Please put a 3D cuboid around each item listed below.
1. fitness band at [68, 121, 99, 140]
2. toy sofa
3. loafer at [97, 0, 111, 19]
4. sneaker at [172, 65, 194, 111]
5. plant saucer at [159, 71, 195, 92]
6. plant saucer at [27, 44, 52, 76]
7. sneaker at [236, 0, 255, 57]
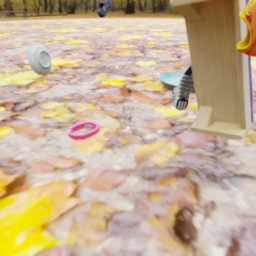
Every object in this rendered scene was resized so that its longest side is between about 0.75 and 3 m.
[{"bbox_3d":[-1.403,0.069,8.894,0.752,0.196,1.047,23,35,38],"label":"fitness band"},{"bbox_3d":[1.693,-1.183,4.937,1.061,2.562,1.250,11,36,43],"label":"toy sofa"},{"bbox_3d":[-1.001,-5.094,11.696,0.399,0.412,1.175,-10,52,39],"label":"loafer"},{"bbox_3d":[1.193,-0.932,6.187,0.388,1.034,0.597,14,19,-14],"label":"sneaker"},{"bbox_3d":[2.816,-2.210,13.332,2.650,0.363,2.650,0,25,0],"label":"plant saucer"},{"bbox_3d":[-3.099,-2.467,10.089,0.290,1.155,1.155,-2,22,29],"label":"plant saucer"},{"bbox_3d":[1.773,-1.588,3.606,0.551,1.429,0.521,13,36,9],"label":"sneaker"}]
